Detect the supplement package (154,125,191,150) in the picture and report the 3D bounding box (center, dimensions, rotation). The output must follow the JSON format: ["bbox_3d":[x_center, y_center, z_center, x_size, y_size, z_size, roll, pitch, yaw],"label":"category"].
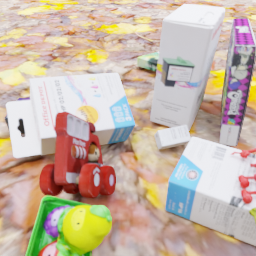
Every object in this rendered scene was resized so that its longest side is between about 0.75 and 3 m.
[{"bbox_3d":[1.101,0.241,6.974,0.754,0.429,0.413,-11,76,-11],"label":"supplement package"}]

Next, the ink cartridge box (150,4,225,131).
[{"bbox_3d":[1.605,-1.698,7.689,1.193,2.842,2.058,17,38,17],"label":"ink cartridge box"}]

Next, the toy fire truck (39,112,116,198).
[{"bbox_3d":[-0.884,0.551,5.418,0.987,1.478,1.760,-2,-10,17],"label":"toy fire truck"}]

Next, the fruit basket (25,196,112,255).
[{"bbox_3d":[-0.910,1.635,4.295,1.078,1.495,1.495,16,34,-13],"label":"fruit basket"}]

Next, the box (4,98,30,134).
[{"bbox_3d":[-2.507,-0.325,7.788,1.390,0.548,0.981,4,44,6],"label":"box"}]

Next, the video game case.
[{"bbox_3d":[2.826,-1.317,7.393,0.497,2.513,2.773,7,34,16],"label":"video game case"}]

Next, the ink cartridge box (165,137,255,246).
[{"bbox_3d":[2.242,1.263,5.343,2.666,0.904,1.546,17,39,22],"label":"ink cartridge box"}]

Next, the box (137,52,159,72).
[{"bbox_3d":[1.628,-2.447,10.649,1.549,0.390,2.146,-25,37,-37],"label":"box"}]

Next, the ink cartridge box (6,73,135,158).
[{"bbox_3d":[-1.423,-0.355,6.785,2.780,0.943,1.601,-9,66,-22],"label":"ink cartridge box"}]

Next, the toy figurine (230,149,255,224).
[{"bbox_3d":[2.410,0.530,4.167,1.292,1.467,2.449,-3,35,11],"label":"toy figurine"}]
